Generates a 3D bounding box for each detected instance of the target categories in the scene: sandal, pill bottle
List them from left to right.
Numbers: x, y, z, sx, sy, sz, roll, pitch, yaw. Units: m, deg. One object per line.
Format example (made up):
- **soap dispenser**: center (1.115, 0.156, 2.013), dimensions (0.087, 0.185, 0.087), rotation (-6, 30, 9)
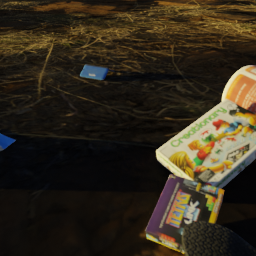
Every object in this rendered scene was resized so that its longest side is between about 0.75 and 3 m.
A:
- **sandal**: center (1.899, 2.293, 4.351), dimensions (2.380, 0.536, 0.894), rotation (24, 58, 12)
- **pill bottle**: center (4.216, -0.491, 7.736), dimensions (1.660, 1.660, 2.960), rotation (-15, 37, -23)

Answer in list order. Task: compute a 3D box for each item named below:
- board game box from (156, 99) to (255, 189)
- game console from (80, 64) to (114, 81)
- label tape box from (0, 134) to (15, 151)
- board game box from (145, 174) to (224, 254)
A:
- **board game box**: center (2.154, 0.394, 6.737), dimensions (2.537, 0.439, 1.602), rotation (-34, 47, -19)
- **game console**: center (-1.353, -2.401, 12.418), dimensions (1.171, 0.693, 0.999), rotation (12, 65, 20)
- **label tape box**: center (-4.317, 0.393, 7.259), dimensions (1.516, 0.699, 2.116), rotation (18, 37, 28)
- **board game box**: center (1.082, 1.605, 5.231), dimensions (1.090, 0.374, 1.318), rotation (15, 50, 22)
